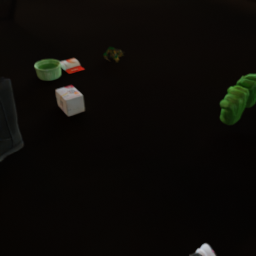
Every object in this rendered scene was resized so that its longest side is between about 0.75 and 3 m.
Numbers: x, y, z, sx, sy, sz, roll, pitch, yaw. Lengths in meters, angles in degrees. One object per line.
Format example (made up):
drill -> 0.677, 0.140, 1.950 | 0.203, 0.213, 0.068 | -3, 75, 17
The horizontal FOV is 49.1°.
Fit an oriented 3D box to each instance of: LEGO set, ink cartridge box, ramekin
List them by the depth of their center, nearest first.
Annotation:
ink cartridge box -> -1.828, -0.857, 8.833 | 0.596, 0.593, 0.820 | -22, 42, -27
ramekin -> -3.058, -2.212, 10.759 | 0.984, 0.480, 0.984 | 0, 36, 0
ink cartridge box -> -2.309, -2.533, 11.427 | 0.715, 0.221, 0.881 | -24, 40, -28
LEGO set -> -0.604, -3.096, 12.112 | 0.849, 0.492, 0.653 | 12, 67, 21

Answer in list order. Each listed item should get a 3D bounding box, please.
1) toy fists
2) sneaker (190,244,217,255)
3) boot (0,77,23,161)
toy fists -> 3.347, -0.946, 8.270 | 1.896, 0.966, 0.652 | -36, 57, -27
sneaker -> 1.332, 2.626, 4.242 | 0.681, 0.634, 1.578 | -23, 33, -8
boot -> -3.191, -0.093, 6.379 | 0.603, 1.836, 1.514 | 17, 35, 22
